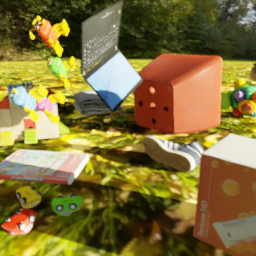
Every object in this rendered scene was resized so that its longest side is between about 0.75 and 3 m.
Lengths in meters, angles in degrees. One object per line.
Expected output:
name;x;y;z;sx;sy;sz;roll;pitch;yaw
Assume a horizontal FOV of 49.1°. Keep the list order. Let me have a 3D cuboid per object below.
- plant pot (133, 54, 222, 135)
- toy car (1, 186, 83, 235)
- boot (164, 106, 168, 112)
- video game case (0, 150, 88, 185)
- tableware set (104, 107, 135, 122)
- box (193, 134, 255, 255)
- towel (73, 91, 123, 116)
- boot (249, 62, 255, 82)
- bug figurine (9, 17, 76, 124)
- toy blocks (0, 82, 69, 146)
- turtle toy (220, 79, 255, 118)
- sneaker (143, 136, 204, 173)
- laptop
plant pot;1.602;-1.133;10.261;2.655;2.652;2.340;17;31;42
toy car;-1.529;1.532;5.288;1.337;0.317;1.421;-3;18;-10
boot;2.327;-0.824;11.638;2.181;0.870;2.399;-6;6;21
video game case;-2.237;0.972;7.265;2.086;0.182;1.492;2;18;8
tableware set;0.027;-0.622;12.115;1.929;0.296;1.299;-13;22;-37
box;2.424;1.222;4.151;2.527;1.572;1.232;14;23;38
towel;-1.434;-1.219;13.034;2.038;0.872;1.687;-7;20;-21
boot;2.693;-1.104;5.536;0.634;0.619;1.680;28;5;26
bug figurine;-1.720;-1.058;5.776;0.560;2.176;1.687;9;-20;10
toy blocks;-3.498;-0.633;9.344;2.890;1.975;1.444;-4;18;-14
turtle toy;4.824;-1.133;11.954;2.286;1.666;1.155;8;40;24
sneaker;1.273;0.598;7.696;0.942;0.609;1.737;-21;34;-38
laptop;-0.301;-1.881;7.362;1.106;2.141;1.897;24;45;14
